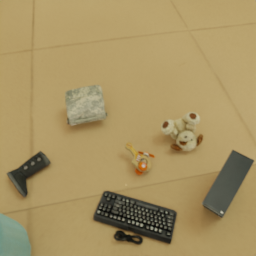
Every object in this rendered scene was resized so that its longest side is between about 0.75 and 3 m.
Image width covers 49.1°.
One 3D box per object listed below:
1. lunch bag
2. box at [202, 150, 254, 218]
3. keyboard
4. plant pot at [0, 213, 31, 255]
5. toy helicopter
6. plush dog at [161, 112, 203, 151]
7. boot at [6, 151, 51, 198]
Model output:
[{"bbox_3d":[-1.558,-0.743,10.229,1.471,1.025,1.234,-10,52,-7],"label":"lunch bag"},{"bbox_3d":[2.821,1.631,7.973,0.682,1.221,1.731,30,82,22],"label":"box"},{"bbox_3d":[0.167,2.671,8.097,2.314,0.297,1.389,13,51,11],"label":"keyboard"},{"bbox_3d":[-3.651,2.871,6.333,2.655,2.600,2.655,-2,66,4],"label":"plant pot"},{"bbox_3d":[0.348,0.908,9.182,0.769,0.458,1.162,-32,75,-31],"label":"toy helicopter"},{"bbox_3d":[1.915,0.249,9.688,1.357,1.089,1.166,-18,72,5],"label":"plush dog"},{"bbox_3d":[-3.058,1.455,9.004,1.316,0.432,1.085,-33,61,-27],"label":"boot"}]
